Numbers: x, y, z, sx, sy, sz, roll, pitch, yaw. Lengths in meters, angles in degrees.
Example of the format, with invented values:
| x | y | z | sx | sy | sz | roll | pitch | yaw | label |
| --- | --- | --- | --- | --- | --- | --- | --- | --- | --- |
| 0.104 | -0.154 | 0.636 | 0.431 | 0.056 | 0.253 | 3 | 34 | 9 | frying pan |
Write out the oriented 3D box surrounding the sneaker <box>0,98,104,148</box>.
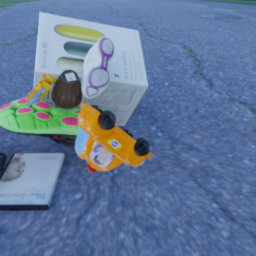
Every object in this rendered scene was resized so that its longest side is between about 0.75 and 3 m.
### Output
| x | y | z | sx | sy | sz | roll | pitch | yaw | label |
| --- | --- | --- | --- | --- | --- | --- | --- | --- | --- |
| -1.863 | 0.033 | 7.192 | 2.875 | 1.205 | 1.103 | 9 | 48 | -13 | sneaker |

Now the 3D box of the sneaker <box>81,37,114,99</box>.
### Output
| x | y | z | sx | sy | sz | roll | pitch | yaw | label |
| --- | --- | --- | --- | --- | --- | --- | --- | --- | --- |
| -0.769 | -1.345 | 6.597 | 0.776 | 0.583 | 1.558 | -12 | 56 | 52 | sneaker |

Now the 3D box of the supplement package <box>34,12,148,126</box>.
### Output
| x | y | z | sx | sy | sz | roll | pitch | yaw | label |
| --- | --- | --- | --- | --- | --- | --- | --- | --- | --- |
| -1.263 | -1.611 | 8.422 | 2.919 | 2.199 | 2.215 | 4 | 59 | -19 | supplement package |

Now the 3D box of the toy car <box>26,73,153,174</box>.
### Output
| x | y | z | sx | sy | sz | roll | pitch | yaw | label |
| --- | --- | --- | --- | --- | --- | --- | --- | --- | --- |
| -0.924 | -0.027 | 5.357 | 0.986 | 1.454 | 2.964 | -54 | 43 | -5 | toy car |

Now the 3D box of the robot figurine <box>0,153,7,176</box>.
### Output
| x | y | z | sx | sy | sz | roll | pitch | yaw | label |
| --- | --- | --- | --- | --- | --- | --- | --- | --- | --- |
| -3.870 | 0.788 | 6.552 | 1.237 | 1.489 | 1.982 | -33 | 29 | 13 | robot figurine |

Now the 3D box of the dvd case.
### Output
| x | y | z | sx | sy | sz | roll | pitch | yaw | label |
| --- | --- | --- | --- | --- | --- | --- | --- | --- | --- |
| -2.446 | 1.247 | 6.893 | 1.404 | 0.173 | 1.967 | 0 | 31 | -1 | dvd case |

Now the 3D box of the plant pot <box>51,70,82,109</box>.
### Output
| x | y | z | sx | sy | sz | roll | pitch | yaw | label |
| --- | --- | --- | --- | --- | --- | --- | --- | --- | --- |
| -1.349 | -0.929 | 6.313 | 0.732 | 0.783 | 0.732 | 8 | 61 | -15 | plant pot |
